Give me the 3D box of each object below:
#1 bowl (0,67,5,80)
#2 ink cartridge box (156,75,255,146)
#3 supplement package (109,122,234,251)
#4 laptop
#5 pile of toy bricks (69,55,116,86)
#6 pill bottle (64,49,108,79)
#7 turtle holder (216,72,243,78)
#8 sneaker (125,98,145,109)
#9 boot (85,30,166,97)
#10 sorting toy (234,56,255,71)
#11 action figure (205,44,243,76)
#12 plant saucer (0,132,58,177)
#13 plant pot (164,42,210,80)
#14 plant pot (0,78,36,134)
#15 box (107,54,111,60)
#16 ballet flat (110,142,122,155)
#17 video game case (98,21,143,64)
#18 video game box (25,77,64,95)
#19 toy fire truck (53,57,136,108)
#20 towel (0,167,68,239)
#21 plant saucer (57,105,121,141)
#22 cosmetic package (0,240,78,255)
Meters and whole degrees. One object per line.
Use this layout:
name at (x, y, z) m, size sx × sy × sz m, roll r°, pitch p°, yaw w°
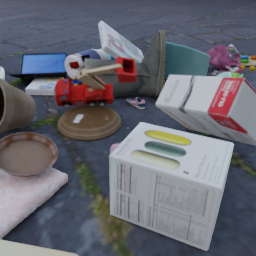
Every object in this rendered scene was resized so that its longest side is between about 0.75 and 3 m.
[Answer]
bowl at (-5.346, -1.406, 9.734) m, size 2.086 × 0.780 × 2.089 m, roll -10°, pitch 33°, yaw -16°
ink cartridge box at (2.022, -0.474, 6.792) m, size 1.608 × 0.933 × 2.228 m, roll 30°, pitch -8°, yaw -36°
supplement package at (0.782, 0.951, 5.145) m, size 1.840 × 1.386 × 1.396 m, roll 14°, pitch 32°, yaw 21°
laptop at (-3.515, -2.597, 11.310) m, size 1.912 × 1.114 × 2.157 m, roll -4°, pitch 8°, yaw -5°
pile of toy bricks at (-1.193, -2.144, 10.903) m, size 2.218 × 1.230 × 1.095 m, roll -12°, pitch -2°, yaw -3°
pill bottle at (-1.674, -2.719, 11.707) m, size 0.998 × 0.998 × 1.798 m, roll 21°, pitch 37°, yaw 31°
turtle holder at (3.300, -1.272, 9.505) m, size 0.906 × 1.275 × 0.969 m, roll 14°, pitch 2°, yaw 21°
sneaker at (0.247, -0.894, 9.301) m, size 0.814 × 0.334 × 0.286 m, roll 22°, pitch 37°, yaw 32°
boot at (-0.100, -2.200, 9.737) m, size 2.777 × 2.524 × 1.007 m, roll 4°, pitch -2°, yaw 4°
sorting toy at (5.669, -3.049, 12.999) m, size 1.382 × 0.248 × 1.855 m, roll 10°, pitch 32°, yaw 16°
action figure at (4.160, -2.657, 11.952) m, size 1.560 × 1.403 × 2.095 m, roll 30°, pitch 21°, yaw -44°
plant saucer at (-2.142, 0.576, 5.879) m, size 1.283 × 0.221 × 1.283 m, roll 11°, pitch 38°, yaw -8°
plant pot at (2.090, -2.513, 10.846) m, size 1.969 × 1.392 × 1.391 m, roll 12°, pitch 19°, yaw 10°
plant pot at (-3.289, -0.532, 7.482) m, size 1.547 × 1.547 × 1.343 m, roll 16°, pitch 5°, yaw 24°
box at (-0.707, -2.839, 12.323) m, size 0.344 × 0.577 × 1.401 m, roll -18°, pitch 36°, yaw -36°
ballet flat at (0.491, 0.389, 6.812) m, size 1.942 × 0.671 × 0.691 m, roll -12°, pitch 45°, yaw -13°
video game case at (-0.156, -2.966, 10.720) m, size 2.199 × 0.261 × 2.002 m, roll 28°, pitch 34°, yaw -33°
video game box at (-3.081, -1.579, 10.500) m, size 1.107 × 0.284 × 1.215 m, roll -1°, pitch 31°, yaw 5°
toy fire truck at (-1.003, -1.259, 8.056) m, size 2.388 × 1.684 × 0.582 m, roll -3°, pitch 66°, yaw -5°
towel at (-2.683, 1.197, 5.558) m, size 2.096 × 0.354 × 2.195 m, roll 19°, pitch 33°, yaw 22°
plant saucer at (-1.138, -0.235, 8.270) m, size 1.888 × 0.278 × 1.888 m, roll 0°, pitch 32°, yaw 0°
cosmetic package at (-2.126, 2.176, 3.391) m, size 2.800 × 1.023 × 1.449 m, roll 6°, pitch 26°, yaw 9°
